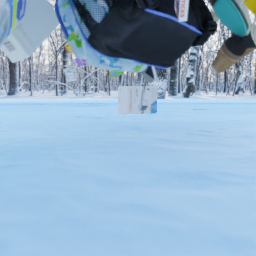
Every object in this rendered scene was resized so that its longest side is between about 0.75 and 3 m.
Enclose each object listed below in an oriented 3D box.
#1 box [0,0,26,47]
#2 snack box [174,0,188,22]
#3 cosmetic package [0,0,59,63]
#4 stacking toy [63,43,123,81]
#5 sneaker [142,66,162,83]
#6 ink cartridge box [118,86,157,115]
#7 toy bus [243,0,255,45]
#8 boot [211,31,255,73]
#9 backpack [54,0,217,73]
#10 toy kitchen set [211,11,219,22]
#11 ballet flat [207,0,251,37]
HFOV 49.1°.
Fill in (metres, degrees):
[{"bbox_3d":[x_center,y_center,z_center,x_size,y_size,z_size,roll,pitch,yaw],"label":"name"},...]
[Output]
[{"bbox_3d":[-2.104,-1.802,4.465,0.416,1.747,1.065,27,-28,-14],"label":"box"},{"bbox_3d":[0.744,-2.087,3.792,0.143,1.179,0.424,-5,52,3],"label":"snack box"},{"bbox_3d":[-2.126,-2.157,5.904,0.580,0.807,1.430,-5,43,33],"label":"cosmetic package"},{"bbox_3d":[-1.067,-2.145,8.655,1.857,1.400,0.436,-4,-36,1],"label":"stacking toy"},{"bbox_3d":[0.700,-2.078,7.686,0.523,1.375,0.994,20,56,27],"label":"sneaker"},{"bbox_3d":[0.459,-1.301,13.104,1.772,1.298,0.761,-5,9,-37],"label":"ink cartridge box"},{"bbox_3d":[2.192,-2.683,4.256,1.140,2.207,2.082,-21,28,42],"label":"toy bus"},{"bbox_3d":[2.792,-2.043,7.290,2.031,0.748,0.766,-34,-14,-38],"label":"boot"},{"bbox_3d":[-0.150,-2.677,5.582,2.733,2.987,2.195,-7,-20,-47],"label":"backpack"},{"bbox_3d":[2.038,-2.893,7.550,0.543,0.921,0.738,-40,-32,19],"label":"toy kitchen set"},{"bbox_3d":[2.208,-3.175,6.563,0.709,2.274,0.767,-47,5,-9],"label":"ballet flat"}]
